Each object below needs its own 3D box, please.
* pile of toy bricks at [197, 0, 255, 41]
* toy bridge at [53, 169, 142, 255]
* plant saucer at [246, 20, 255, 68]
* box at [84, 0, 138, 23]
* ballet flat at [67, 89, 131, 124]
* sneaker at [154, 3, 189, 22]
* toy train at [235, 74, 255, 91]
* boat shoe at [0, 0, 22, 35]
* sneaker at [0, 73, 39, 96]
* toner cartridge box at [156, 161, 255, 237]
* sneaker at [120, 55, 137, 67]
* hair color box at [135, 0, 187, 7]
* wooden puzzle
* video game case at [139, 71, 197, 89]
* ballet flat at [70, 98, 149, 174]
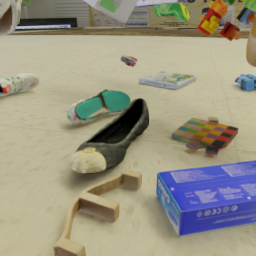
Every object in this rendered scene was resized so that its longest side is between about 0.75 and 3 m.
[{"bbox_3d":[2.974,-3.149,6.691,1.418,2.555,1.261,17,30,-31],"label":"pile of toy bricks"},{"bbox_3d":[-0.461,1.188,4.270,0.682,0.276,2.029,10,26,23],"label":"toy bridge"},{"bbox_3d":[3.310,-2.220,5.283,2.588,0.458,2.588,-40,20,18],"label":"plant saucer"},{"bbox_3d":[-0.204,-1.777,2.250,1.171,1.327,0.642,41,21,13],"label":"box"},{"bbox_3d":[-0.860,-0.621,7.969,2.125,0.804,0.679,-18,1,-43],"label":"ballet flat"},{"bbox_3d":[1.524,-4.506,10.604,0.794,0.896,2.145,25,22,-52],"label":"sneaker"},{"bbox_3d":[4.634,-1.800,10.913,0.661,0.502,1.157,-7,24,-1],"label":"toy train"},{"bbox_3d":[-1.961,-1.929,3.788,1.037,1.021,2.923,-1,4,-17],"label":"boat shoe"},{"bbox_3d":[-4.125,-1.445,9.935,1.950,0.686,0.912,-12,31,-18],"label":"sneaker"},{"bbox_3d":[1.607,1.021,4.419,2.124,0.459,1.009,-5,23,-12],"label":"toner cartridge box"},{"bbox_3d":[-0.023,-2.166,9.062,0.306,0.284,0.759,20,5,-37],"label":"sneaker"},{"bbox_3d":[0.543,-4.536,8.716,2.527,1.381,0.819,12,25,33],"label":"hair color box"},{"bbox_3d":[1.896,0.129,6.871,1.244,0.147,2.097,16,28,32],"label":"wooden puzzle"},{"bbox_3d":[1.703,-2.050,11.816,1.759,0.212,1.930,16,27,32],"label":"video game case"},{"bbox_3d":[-0.336,0.108,6.039,0.983,0.840,2.958,9,25,20],"label":"ballet flat"}]
